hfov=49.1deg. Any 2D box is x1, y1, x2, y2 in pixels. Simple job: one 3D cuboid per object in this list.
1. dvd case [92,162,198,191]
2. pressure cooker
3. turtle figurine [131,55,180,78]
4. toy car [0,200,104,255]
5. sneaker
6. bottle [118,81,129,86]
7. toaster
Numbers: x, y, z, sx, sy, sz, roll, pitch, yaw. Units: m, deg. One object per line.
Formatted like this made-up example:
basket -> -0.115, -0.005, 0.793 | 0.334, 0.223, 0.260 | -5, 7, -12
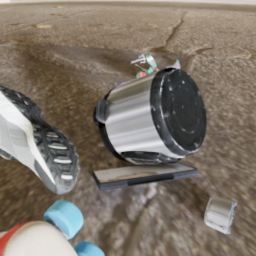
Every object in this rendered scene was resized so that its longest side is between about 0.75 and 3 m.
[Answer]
dvd case -> 0.339, 1.159, 7.069 | 2.356, 0.207, 1.681 | -6, 1, -12
pressure cooker -> 0.505, -0.216, 7.651 | 2.655, 2.335, 2.371 | -12, 24, 41
turtle figurine -> 1.193, -2.630, 13.167 | 2.266, 1.141, 1.697 | -4, -9, -10
toy car -> -1.826, 2.427, 4.725 | 2.042, 1.806, 1.882 | -14, 19, 36
sneaker -> -1.979, 0.328, 5.610 | 2.785, 1.104, 1.029 | 43, 12, 29
bottle -> 0.707, -1.302, 8.939 | 2.316, 0.756, 0.967 | -10, 5, 37
toaster -> 2.060, 1.882, 6.246 | 0.571, 0.502, 0.884 | 14, 35, 25
